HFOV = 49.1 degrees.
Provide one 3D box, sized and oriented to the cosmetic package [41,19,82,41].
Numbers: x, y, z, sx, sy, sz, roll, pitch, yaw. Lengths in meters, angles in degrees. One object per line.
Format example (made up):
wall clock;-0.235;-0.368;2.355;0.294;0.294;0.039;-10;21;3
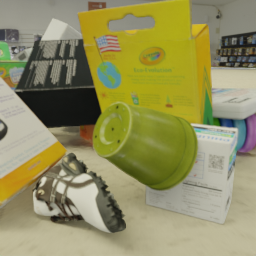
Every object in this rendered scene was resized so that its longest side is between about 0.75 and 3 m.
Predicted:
cosmetic package;-2.069;-2.478;9.299;0.943;1.535;1.530;36;7;37

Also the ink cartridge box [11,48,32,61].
ink cartridge box;-3.720;-2.649;10.755;1.823;0.397;1.582;-16;15;40

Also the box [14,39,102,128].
box;-1.377;-1.190;6.694;1.876;1.048;2.658;-6;38;-3

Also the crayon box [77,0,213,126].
crayon box;0.399;-0.563;4.549;1.788;2.817;0.715;8;36;29

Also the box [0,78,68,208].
box;-2.283;-0.261;3.904;0.580;2.798;1.666;-43;1;22

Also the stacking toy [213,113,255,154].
stacking toy;1.631;0.049;5.872;2.344;1.000;1.000;0;15;-4

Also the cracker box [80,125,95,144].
cracker box;-0.006;-0.022;7.016;2.038;0.588;1.365;-8;17;-35

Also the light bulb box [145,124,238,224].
light bulb box;0.867;0.548;3.884;1.105;1.115;0.696;8;18;26

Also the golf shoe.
golf shoe;-0.683;0.935;3.492;0.871;0.716;1.843;-32;19;-20

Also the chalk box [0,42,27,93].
chalk box;-3.739;-1.300;8.307;1.494;2.413;1.501;12;19;39

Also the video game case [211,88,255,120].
video game case;1.731;-0.597;6.010;2.333;0.283;2.562;8;17;40

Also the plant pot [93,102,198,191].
plant pot;0.136;0.166;3.355;0.966;1.004;1.004;24;-3;-39
